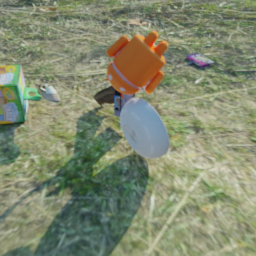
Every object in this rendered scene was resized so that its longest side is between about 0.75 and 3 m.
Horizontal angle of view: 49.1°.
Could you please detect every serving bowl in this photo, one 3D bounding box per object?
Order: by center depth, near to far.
[{"bbox_3d":[0.367,0.137,9.150,0.711,2.162,2.162,-29,46,-24],"label":"serving bowl"}]

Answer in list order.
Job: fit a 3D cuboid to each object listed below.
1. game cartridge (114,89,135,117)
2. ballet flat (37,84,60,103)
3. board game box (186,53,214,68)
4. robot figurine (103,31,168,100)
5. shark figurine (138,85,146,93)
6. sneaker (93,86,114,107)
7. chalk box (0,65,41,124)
[{"bbox_3d":[-0.162,-1.047,10.997,0.901,1.389,0.267,15,24,29],"label":"game cartridge"},{"bbox_3d":[-3.217,-1.430,11.165,1.541,0.518,0.525,24,27,39],"label":"ballet flat"},{"bbox_3d":[4.107,-3.877,16.023,0.878,0.236,1.463,-21,43,-18],"label":"board game box"},{"bbox_3d":[0.251,-1.936,8.725,1.620,2.252,1.313,26,29,-44],"label":"robot figurine"},{"bbox_3d":[0.320,-2.253,10.863,0.874,1.251,2.095,-32,81,4],"label":"shark figurine"},{"bbox_3d":[-0.644,-1.395,11.894,1.820,0.687,0.641,-13,36,39],"label":"sneaker"},{"bbox_3d":[-5.114,-1.370,11.447,2.925,1.811,1.820,-7,38,-11],"label":"chalk box"}]
